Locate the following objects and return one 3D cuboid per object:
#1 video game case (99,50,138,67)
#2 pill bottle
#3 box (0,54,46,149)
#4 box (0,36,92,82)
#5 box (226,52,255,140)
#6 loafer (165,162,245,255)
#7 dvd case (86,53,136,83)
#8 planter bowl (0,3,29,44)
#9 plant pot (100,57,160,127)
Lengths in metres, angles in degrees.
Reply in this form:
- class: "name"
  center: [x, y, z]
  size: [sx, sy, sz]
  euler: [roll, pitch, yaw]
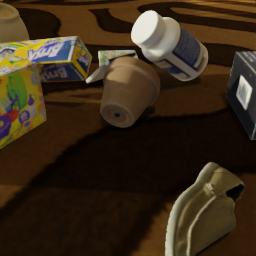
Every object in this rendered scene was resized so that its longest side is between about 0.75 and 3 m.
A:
- class: "video game case"
  center: [-0.395, -2.813, 11.391]
  size: [1.555, 0.188, 1.708]
  euler: [-3, 33, -6]
- class: "pill bottle"
  center: [1.329, -2.590, 8.929]
  size: [2.503, 1.389, 1.389]
  euler: [21, 15, -41]
- class: "box"
  center: [-3.972, -0.624, 6.648]
  size: [2.649, 1.678, 2.750]
  euler: [18, 36, 25]
- class: "box"
  center: [-2.475, -1.902, 8.042]
  size: [2.673, 0.936, 0.859]
  euler: [1, 66, 20]
- class: "box"
  center: [4.208, -0.934, 7.306]
  size: [2.458, 1.527, 2.478]
  euler: [2, 33, 0]
- class: "loafer"
  center: [1.286, 1.322, 4.421]
  size: [0.798, 0.862, 2.293]
  euler: [15, 36, 30]
- class: "dvd case"
  center: [-0.583, -1.957, 9.197]
  size: [1.137, 0.140, 1.594]
  euler: [-26, 0, -37]
- class: "planter bowl"
  center: [-4.142, -3.144, 8.917]
  size: [1.970, 1.326, 1.970]
  euler: [12, 41, -10]
- class: "plant pot"
  center: [-0.075, -0.798, 7.337]
  size: [1.591, 1.591, 1.388]
  euler: [11, 54, 16]
